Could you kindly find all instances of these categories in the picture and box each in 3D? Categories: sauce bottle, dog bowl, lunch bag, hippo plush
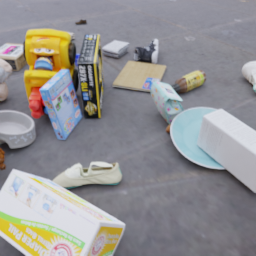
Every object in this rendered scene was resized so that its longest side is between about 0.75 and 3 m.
[{"bbox_3d":[2.335,-1.773,11.367,1.990,0.644,0.644,-28,46,-29],"label":"sauce bottle"},{"bbox_3d":[-3.693,-0.010,8.775,1.589,0.466,1.589,15,28,-8],"label":"dog bowl"},{"bbox_3d":[1.320,-0.886,9.424,0.797,1.308,1.114,-31,46,4],"label":"lunch bag"},{"bbox_3d":[-5.548,-1.534,9.402,2.979,2.373,2.395,-8,30,-12],"label":"hippo plush"}]

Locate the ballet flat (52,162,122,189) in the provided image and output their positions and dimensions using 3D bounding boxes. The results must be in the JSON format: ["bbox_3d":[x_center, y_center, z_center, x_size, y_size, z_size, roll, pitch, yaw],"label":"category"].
[{"bbox_3d":[-1.100,1.199,7.441,1.849,0.642,0.642,-4,37,-6],"label":"ballet flat"}]

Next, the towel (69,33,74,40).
[{"bbox_3d":[-4.237,-5.228,16.125,2.077,0.358,1.376,16,39,21],"label":"towel"}]

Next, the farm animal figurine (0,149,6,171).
[{"bbox_3d":[-3.956,1.162,7.467,1.424,0.751,1.440,17,42,41],"label":"farm animal figurine"}]

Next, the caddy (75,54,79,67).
[{"bbox_3d":[-2.088,-3.241,13.334,1.051,0.552,0.743,26,45,30],"label":"caddy"}]

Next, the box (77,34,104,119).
[{"bbox_3d":[-1.312,-1.950,10.318,0.664,2.147,2.689,-1,36,-2],"label":"box"}]

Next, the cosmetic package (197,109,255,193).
[{"bbox_3d":[2.925,0.538,7.522,0.811,1.113,2.190,-21,44,-26],"label":"cosmetic package"}]

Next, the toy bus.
[{"bbox_3d":[-2.820,-1.672,9.657,1.806,2.661,2.555,4,43,0],"label":"toy bus"}]

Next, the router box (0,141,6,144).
[{"bbox_3d":[-4.677,0.283,8.861,1.316,0.344,1.035,-22,42,-26],"label":"router box"}]

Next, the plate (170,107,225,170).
[{"bbox_3d":[2.523,0.316,8.627,2.506,0.320,2.506,2,46,-2],"label":"plate"}]

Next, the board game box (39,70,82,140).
[{"bbox_3d":[-2.085,-0.741,8.992,0.331,1.810,1.369,2,36,19],"label":"board game box"}]

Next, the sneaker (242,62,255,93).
[{"bbox_3d":[5.353,-1.802,11.224,1.151,0.979,2.601,-25,44,-12],"label":"sneaker"}]

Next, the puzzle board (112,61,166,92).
[{"bbox_3d":[0.557,-2.273,12.359,1.843,0.213,2.446,11,39,12],"label":"puzzle board"}]

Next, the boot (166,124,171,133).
[{"bbox_3d":[1.676,0.095,9.214,0.769,0.295,0.597,-15,42,-32],"label":"boot"}]

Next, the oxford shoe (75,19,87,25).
[{"bbox_3d":[-3.126,-6.983,18.437,0.785,0.331,0.285,-14,41,-15],"label":"oxford shoe"}]

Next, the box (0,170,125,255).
[{"bbox_3d":[-1.436,1.918,5.612,2.313,1.301,1.172,22,79,25],"label":"box"}]

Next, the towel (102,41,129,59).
[{"bbox_3d":[-0.628,-4.025,14.420,0.993,0.513,1.200,18,43,25],"label":"towel"}]

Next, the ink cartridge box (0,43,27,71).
[{"bbox_3d":[-5.585,-3.450,13.522,1.432,0.653,1.738,7,39,7],"label":"ink cartridge box"}]

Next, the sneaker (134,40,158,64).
[{"bbox_3d":[0.885,-3.864,13.944,1.174,0.779,2.063,5,40,3],"label":"sneaker"}]
